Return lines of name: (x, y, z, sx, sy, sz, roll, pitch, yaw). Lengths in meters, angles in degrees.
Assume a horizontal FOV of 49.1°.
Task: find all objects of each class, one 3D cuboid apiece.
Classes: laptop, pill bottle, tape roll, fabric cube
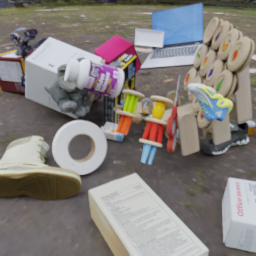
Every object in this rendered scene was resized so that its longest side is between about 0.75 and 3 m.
laptop: (1.235, -2.611, 8.073, 1.626, 1.007, 1.737, 2, 44, 32)
pill bottle: (-0.699, -1.039, 5.740, 1.115, 0.626, 0.626, 11, 24, -22)
tape roll: (-1.245, 0.517, 7.279, 1.426, 1.426, 0.261, -16, 12, -26)
fabric cube: (-0.350, -2.484, 10.259, 1.128, 1.150, 1.146, -39, 47, -10)

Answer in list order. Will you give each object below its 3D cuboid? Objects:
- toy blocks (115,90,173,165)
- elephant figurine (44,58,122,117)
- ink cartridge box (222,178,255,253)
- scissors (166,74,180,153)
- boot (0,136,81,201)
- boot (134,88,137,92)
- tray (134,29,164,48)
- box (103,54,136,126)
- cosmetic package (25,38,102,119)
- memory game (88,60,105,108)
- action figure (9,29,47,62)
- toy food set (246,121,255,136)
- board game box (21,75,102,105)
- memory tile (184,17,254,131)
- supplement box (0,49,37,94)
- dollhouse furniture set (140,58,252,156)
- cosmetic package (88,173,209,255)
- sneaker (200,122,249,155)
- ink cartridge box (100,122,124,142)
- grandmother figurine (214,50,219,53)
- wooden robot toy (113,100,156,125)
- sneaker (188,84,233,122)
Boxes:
toy blocks: (0.257, -0.017, 6.669, 1.300, 1.559, 0.566, 14, -4, 18)
elephant figurine: (-1.341, -1.414, 7.948, 1.503, 1.938, 1.371, 12, 31, -29)
ink cartridge box: (2.924, 1.826, 5.662, 1.835, 0.760, 1.338, 7, 30, 13)
scissors: (1.220, -0.433, 7.291, 0.170, 0.893, 2.441, -1, 41, 17)
boot: (-2.256, 0.944, 7.194, 2.373, 0.855, 1.835, 1, 28, 2)
boot: (-0.290, -1.549, 11.919, 1.468, 0.543, 1.203, -2, 31, -19)
tray: (0.631, -2.707, 8.463, 0.884, 0.474, 0.098, 3, 10, -11)
box: (-0.267, -1.182, 9.377, 0.525, 2.129, 1.700, 13, 35, 14)
cosmetic package: (-2.227, -1.708, 9.684, 2.013, 1.674, 1.684, 22, 46, 1)
memory game: (-1.013, -1.392, 8.862, 0.102, 1.598, 1.598, 17, 27, -10)
action figure: (-3.773, -2.984, 10.263, 1.952, 1.270, 0.677, -11, 32, 48)
toy food set: (4.975, -0.251, 9.064, 2.352, 1.058, 1.123, -3, 29, -5)
board game box: (-2.612, -1.610, 11.164, 2.668, 0.462, 1.807, 30, 44, 15)
memory tile: (1.847, -1.318, 6.266, 0.218, 1.987, 2.593, 17, 30, -9)
supplement box: (-4.463, -2.672, 12.735, 2.252, 1.495, 2.221, 10, 31, 27)
dollhouse furniture set: (2.056, -0.855, 8.383, 2.953, 1.922, 2.713, -16, 18, -14)
cosmetic package: (0.249, 1.971, 5.333, 1.222, 0.825, 2.322, -15, 33, -25)
sneaker: (2.936, 0.230, 8.433, 1.858, 0.841, 0.617, -15, 32, -24)
ink cartridge box: (-0.538, 0.104, 8.934, 0.830, 0.282, 0.478, 13, 46, 10)
grandmother figurine: (2.611, -2.216, 8.413, 0.315, 0.630, 1.039, 34, 54, 25)
wooden robot toy: (0.303, -0.387, 8.521, 1.504, 0.663, 0.682, -3, 64, -8)
sneaker: (1.317, -0.382, 4.612, 0.882, 0.463, 0.334, 24, -5, -15)
